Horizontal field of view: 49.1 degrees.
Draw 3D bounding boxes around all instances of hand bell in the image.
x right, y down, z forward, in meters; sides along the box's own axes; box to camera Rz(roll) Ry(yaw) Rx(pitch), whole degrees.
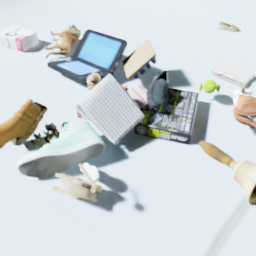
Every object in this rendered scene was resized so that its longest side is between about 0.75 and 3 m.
[{"bbox_3d":[3.181,1.068,8.762,1.341,1.341,2.576,-23,38,-22],"label":"hand bell"}]

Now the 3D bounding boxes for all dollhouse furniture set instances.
[{"bbox_3d":[-2.802,0.295,9.874,0.947,0.488,0.937,-9,44,19],"label":"dollhouse furniture set"}]

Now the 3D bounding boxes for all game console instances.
[{"bbox_3d":[-1.894,-3.298,12.587,2.829,1.647,2.488,28,35,33],"label":"game console"}]

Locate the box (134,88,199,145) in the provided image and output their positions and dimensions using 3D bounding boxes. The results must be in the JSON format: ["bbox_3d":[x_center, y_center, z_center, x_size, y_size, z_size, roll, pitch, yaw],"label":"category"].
[{"bbox_3d":[1.542,-0.600,10.773,2.036,0.563,2.541,11,44,12],"label":"box"}]

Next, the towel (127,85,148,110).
[{"bbox_3d":[0.284,-1.077,10.674,1.281,0.192,0.937,-33,66,-25],"label":"towel"}]

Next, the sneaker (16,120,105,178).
[{"bbox_3d":[-2.304,0.608,9.229,2.735,1.007,1.613,-17,42,-18],"label":"sneaker"}]

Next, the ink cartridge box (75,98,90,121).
[{"bbox_3d":[-1.466,-0.657,10.709,0.987,0.712,0.413,15,48,14],"label":"ink cartridge box"}]

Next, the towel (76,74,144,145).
[{"bbox_3d":[-0.591,-0.617,9.669,1.599,0.826,1.931,-45,102,-15],"label":"towel"}]

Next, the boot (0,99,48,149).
[{"bbox_3d":[-3.594,-0.210,8.868,0.798,2.165,1.675,42,98,10],"label":"boot"}]

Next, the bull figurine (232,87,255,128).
[{"bbox_3d":[4.577,-0.675,10.258,1.707,0.916,2.812,26,31,17],"label":"bull figurine"}]

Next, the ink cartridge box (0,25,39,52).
[{"bbox_3d":[-5.944,-4.832,15.123,1.712,0.722,1.239,20,47,20],"label":"ink cartridge box"}]

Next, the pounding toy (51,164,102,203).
[{"bbox_3d":[-1.294,1.534,7.974,1.698,0.971,0.974,11,81,31],"label":"pounding toy"}]

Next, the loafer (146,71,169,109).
[{"bbox_3d":[1.162,-1.503,10.584,0.708,0.732,2.086,28,41,-8],"label":"loafer"}]

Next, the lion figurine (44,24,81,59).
[{"bbox_3d":[-3.397,-4.444,14.752,1.570,0.929,2.564,6,57,-5],"label":"lion figurine"}]

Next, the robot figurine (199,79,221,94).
[{"bbox_3d":[3.274,-1.661,11.250,0.824,0.543,0.939,8,5,14],"label":"robot figurine"}]

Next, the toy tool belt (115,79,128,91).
[{"bbox_3d":[-0.769,-1.712,11.709,1.443,0.901,0.887,-12,50,-6],"label":"toy tool belt"}]

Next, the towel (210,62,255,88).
[{"bbox_3d":[4.842,-2.525,12.991,1.793,0.309,1.188,31,52,29],"label":"towel"}]

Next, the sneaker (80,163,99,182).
[{"bbox_3d":[-1.047,1.418,8.476,0.418,0.492,1.111,-46,27,-10],"label":"sneaker"}]

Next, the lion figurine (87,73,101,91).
[{"bbox_3d":[-1.026,-1.263,10.739,1.629,0.590,0.998,43,88,-10],"label":"lion figurine"}]

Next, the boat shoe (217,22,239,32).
[{"bbox_3d":[5.955,-6.000,16.598,1.249,0.391,0.458,12,45,13],"label":"boat shoe"}]

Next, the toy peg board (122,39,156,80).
[{"bbox_3d":[0.637,-2.835,12.274,1.528,0.747,1.522,-38,37,20],"label":"toy peg board"}]
